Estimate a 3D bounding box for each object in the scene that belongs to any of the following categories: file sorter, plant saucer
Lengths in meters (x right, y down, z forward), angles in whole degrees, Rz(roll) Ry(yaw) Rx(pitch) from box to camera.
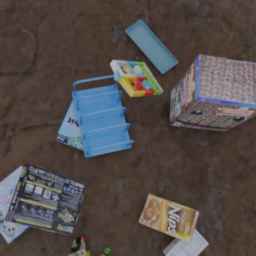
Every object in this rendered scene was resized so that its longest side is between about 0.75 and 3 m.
[{"bbox_3d":[-0.913,-0.418,10.062,1.763,1.558,2.540,-12,81,-11],"label":"file sorter"},{"bbox_3d":[0.968,-3.387,11.774,0.881,0.239,2.521,-37,79,-8],"label":"plant saucer"}]

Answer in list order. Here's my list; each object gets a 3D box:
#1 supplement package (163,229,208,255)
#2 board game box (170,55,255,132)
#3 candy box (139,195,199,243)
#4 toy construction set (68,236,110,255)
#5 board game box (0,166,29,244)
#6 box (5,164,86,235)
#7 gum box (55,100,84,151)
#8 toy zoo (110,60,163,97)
[{"bbox_3d":[1.980,4.174,9.763,1.347,0.738,0.766,-41,80,-9],"label":"supplement package"},{"bbox_3d":[2.973,-1.018,9.649,2.323,2.914,1.411,6,73,-7],"label":"board game box"},{"bbox_3d":[1.406,3.119,9.725,1.815,0.502,1.048,12,69,29],"label":"candy box"},{"bbox_3d":[-1.362,4.460,9.433,1.645,1.264,1.372,3,77,0],"label":"toy construction set"},{"bbox_3d":[-4.074,2.769,10.247,1.940,0.421,1.931,-40,80,-8],"label":"board game box"},{"bbox_3d":[-2.446,2.252,8.663,2.114,0.519,1.704,29,59,-36],"label":"box"},{"bbox_3d":[-1.806,-0.046,10.905,1.434,0.376,1.688,21,77,2],"label":"gum box"},{"bbox_3d":[0.233,-1.661,9.398,0.212,2.075,1.361,-42,73,35],"label":"toy zoo"}]
